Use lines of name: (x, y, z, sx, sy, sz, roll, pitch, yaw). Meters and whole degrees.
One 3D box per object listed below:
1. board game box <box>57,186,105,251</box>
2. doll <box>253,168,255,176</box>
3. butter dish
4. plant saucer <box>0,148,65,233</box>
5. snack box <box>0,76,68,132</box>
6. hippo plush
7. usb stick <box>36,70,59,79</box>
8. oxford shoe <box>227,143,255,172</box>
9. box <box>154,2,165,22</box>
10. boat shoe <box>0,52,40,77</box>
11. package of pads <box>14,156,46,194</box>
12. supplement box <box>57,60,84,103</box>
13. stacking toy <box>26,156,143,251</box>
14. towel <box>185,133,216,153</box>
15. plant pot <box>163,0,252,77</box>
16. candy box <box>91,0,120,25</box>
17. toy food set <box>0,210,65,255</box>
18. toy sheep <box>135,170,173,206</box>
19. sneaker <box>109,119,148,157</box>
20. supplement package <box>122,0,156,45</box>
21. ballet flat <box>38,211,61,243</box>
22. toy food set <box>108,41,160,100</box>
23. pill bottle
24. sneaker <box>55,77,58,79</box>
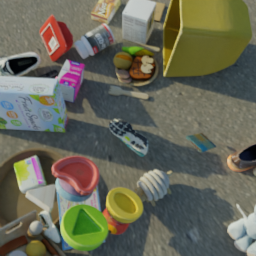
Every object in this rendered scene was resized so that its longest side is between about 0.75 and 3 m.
board game box: (-1.498, 2.684, 8.768, 1.286, 0.327, 1.913, -6, 74, -12)
doll: (5.125, 1.760, 9.516, 1.706, 0.413, 1.164, 20, 69, 16)
butter dish: (-2.758, -3.674, 11.497, 1.091, 1.475, 1.471, -24, 93, -41)
plant saucer: (-3.139, 2.113, 9.336, 2.972, 0.438, 2.972, 0, 66, 0)
snack box: (-3.750, -0.780, 9.663, 2.991, 2.127, 0.792, 3, 57, 1)
hippo plush: (4.042, 3.036, 8.671, 1.435, 1.422, 1.785, -11, 80, -38)
usb stick: (-3.562, -1.884, 11.228, 1.617, 0.264, 0.448, -28, 47, -12)
oxford shoe: (4.689, 0.855, 9.663, 2.416, 0.881, 0.861, -21, 67, -9)
box: (1.142, -5.374, 12.901, 0.884, 0.115, 1.081, 15, 67, 7)
boat shoe: (-4.701, -2.290, 10.945, 2.618, 0.860, 0.942, -19, 108, -15)
package of pads: (-3.335, 1.589, 9.478, 0.835, 0.369, 1.081, -21, 69, -10)
supplement box: (-2.219, -1.789, 10.659, 0.757, 0.773, 1.495, 14, 47, -4)
stacking toy: (-1.293, 2.240, 7.776, 2.758, 1.165, 2.496, 37, 34, 17)
towel: (2.479, 0.486, 9.504, 1.027, 0.111, 0.753, -8, 48, -46)
plant pot: (3.019, -3.723, 10.835, 2.841, 2.759, 2.778, 4, 66, -4)
candy box: (-1.005, -5.450, 12.776, 0.828, 0.397, 1.434, 22, 68, 10)
toy food set: (-2.465, 3.450, 7.614, 2.318, 0.700, 1.663, 40, 28, 18)
toy sheep: (0.866, 1.883, 9.141, 1.496, 1.032, 1.032, -35, 70, -19)
sneaker: (-0.036, 0.359, 9.922, 0.704, 0.723, 1.816, -35, 60, -22)
supplement package: (0.449, -4.472, 11.764, 1.079, 1.432, 1.087, 20, 67, 9)
ballet flat: (-2.416, 3.017, 8.467, 0.411, 0.411, 1.183, -31, 50, -13)
toy food set: (0.295, -2.499, 11.360, 1.881, 0.547, 2.724, 11, 66, 5)
pill bottle: (-1.399, -3.556, 11.603, 1.526, 0.869, 0.869, -34, 70, -7)
sneaker: (-2.722, -1.426, 10.999, 0.580, 0.481, 1.217, 11, 67, -16)
